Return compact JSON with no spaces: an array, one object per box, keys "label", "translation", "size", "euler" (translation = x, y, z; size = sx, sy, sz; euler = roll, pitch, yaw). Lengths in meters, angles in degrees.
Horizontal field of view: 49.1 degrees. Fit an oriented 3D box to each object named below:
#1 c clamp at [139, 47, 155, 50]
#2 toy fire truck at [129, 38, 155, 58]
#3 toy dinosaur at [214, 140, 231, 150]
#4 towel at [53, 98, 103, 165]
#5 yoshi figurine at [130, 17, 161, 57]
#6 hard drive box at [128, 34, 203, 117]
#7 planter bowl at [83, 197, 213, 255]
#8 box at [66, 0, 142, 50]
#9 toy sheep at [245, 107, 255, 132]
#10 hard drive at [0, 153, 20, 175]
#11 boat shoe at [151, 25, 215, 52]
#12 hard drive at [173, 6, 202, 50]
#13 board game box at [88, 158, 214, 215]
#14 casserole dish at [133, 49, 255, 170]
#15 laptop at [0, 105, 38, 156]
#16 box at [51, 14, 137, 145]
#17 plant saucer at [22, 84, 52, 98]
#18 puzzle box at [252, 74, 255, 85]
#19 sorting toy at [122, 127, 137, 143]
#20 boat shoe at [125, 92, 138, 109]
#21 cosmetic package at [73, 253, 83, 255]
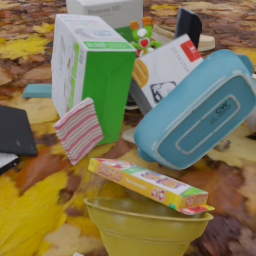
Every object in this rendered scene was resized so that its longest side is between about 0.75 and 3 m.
[{"label":"c clamp","translation":[0.624,-3.154,11.538],"size":[1.190,0.189,1.393],"euler":[19,41,21]},{"label":"toy fire truck","translation":[0.295,-2.855,10.359],"size":[0.947,1.343,0.327],"euler":[32,5,7]},{"label":"toy dinosaur","translation":[1.903,-0.016,7.114],"size":[2.748,0.800,1.390],"euler":[-38,46,-8]},{"label":"towel","translation":[-0.975,0.109,5.896],"size":[0.199,1.330,0.973],"euler":[28,59,31]},{"label":"yoshi figurine","translation":[0.582,-2.640,8.910],"size":[0.879,1.571,0.883],"euler":[-23,15,-30]},{"label":"hard drive box","translation":[1.066,-1.337,7.614],"size":[2.063,0.792,1.607],"euler":[-31,86,-19]},{"label":"planter bowl","translation":[0.261,1.665,4.434],"size":[2.044,2.044,0.851],"euler":[5,81,7]},{"label":"box","translation":[-0.962,-4.345,11.433],"size":[2.430,2.092,2.442],"euler":[-17,38,-19]},{"label":"toy sheep","translation":[3.781,-0.508,6.742],"size":[2.760,1.903,1.903],"euler":[21,41,41]},{"label":"hard drive","translation":[-3.214,0.852,6.339],"size":[0.830,0.225,1.188],"euler":[27,46,31]},{"label":"boat shoe","translation":[2.330,-3.847,11.768],"size":[2.779,0.961,1.025],"euler":[3,36,-1]},{"label":"hard drive","translation":[2.068,-3.080,9.621],"size":[0.518,1.650,2.446],"euler":[13,12,20]},{"label":"board game box","translation":[0.406,1.028,5.244],"size":[2.276,0.341,1.087],"euler":[19,4,38]},{"label":"casserole dish","translation":[1.469,-0.183,5.676],"size":[2.968,1.798,0.576],"euler":[-44,42,11]},{"label":"laptop","translation":[-3.764,0.378,7.047],"size":[2.282,1.323,2.137],"euler":[11,29,-35]},{"label":"box","translation":[-1.031,-1.179,6.902],"size":[1.208,2.498,2.204],"euler":[-8,40,-27]},{"label":"plant saucer","translation":[-2.423,-1.212,9.060],"size":[1.879,0.178,0.657],"euler":[1,38,0]},{"label":"puzzle box","translation":[3.386,-1.221,8.368],"size":[0.193,1.010,1.518],"euler":[-17,40,-25]},{"label":"sorting toy","translation":[0.721,0.094,6.984],"size":[1.316,0.259,1.422],"euler":[-23,24,-28]},{"label":"boat shoe","translation":[0.049,-1.493,8.891],"size":[0.929,0.759,2.516],"euler":[-4,37,1]},{"label":"cosmetic package","translation":[-0.444,2.403,4.184],"size":[1.112,0.395,0.585],"euler":[14,40,18]}]
